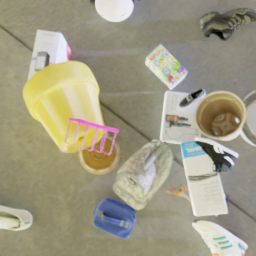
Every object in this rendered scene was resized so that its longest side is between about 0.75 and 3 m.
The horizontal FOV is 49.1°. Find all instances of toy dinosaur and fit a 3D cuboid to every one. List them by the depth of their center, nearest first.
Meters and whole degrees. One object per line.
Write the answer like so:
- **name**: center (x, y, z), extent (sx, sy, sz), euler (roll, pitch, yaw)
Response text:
- **toy dinosaur**: center (2.101, 2.604, 11.122), extent (1.266, 0.382, 0.672), euler (21, 115, 3)

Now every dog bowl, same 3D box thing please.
- **dog bowl**: center (5.615, -0.324, 11.406), extent (2.522, 0.739, 2.522), euler (0, 81, -1)

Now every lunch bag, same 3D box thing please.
- **lunch bag**: center (0.610, 1.578, 10.111), extent (1.496, 1.801, 2.148), euler (38, 54, 13)
- **lunch bag**: center (-0.546, 3.378, 10.642), extent (1.652, 1.093, 1.122), euler (20, 81, 2)

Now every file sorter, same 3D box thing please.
- **file sorter**: center (-1.178, 0.267, 8.713), extent (1.346, 0.935, 0.844), euler (16, 87, -29)

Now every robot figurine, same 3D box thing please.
- **robot figurine**: center (-0.486, -5.872, 11.841), extent (1.673, 2.014, 2.681), euler (12, 79, -31)

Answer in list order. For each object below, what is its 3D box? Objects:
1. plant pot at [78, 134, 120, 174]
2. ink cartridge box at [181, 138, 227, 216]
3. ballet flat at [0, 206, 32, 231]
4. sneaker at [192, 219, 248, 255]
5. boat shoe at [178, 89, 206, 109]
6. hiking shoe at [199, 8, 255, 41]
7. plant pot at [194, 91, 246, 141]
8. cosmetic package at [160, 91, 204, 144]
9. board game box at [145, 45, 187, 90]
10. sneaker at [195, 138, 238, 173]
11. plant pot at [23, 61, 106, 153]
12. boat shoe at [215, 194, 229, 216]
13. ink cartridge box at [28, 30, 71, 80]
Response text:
- **plant pot**: center (-1.183, 1.030, 11.453), extent (1.727, 0.237, 1.727), euler (0, 81, 1)
- **ink cartridge box**: center (2.674, 1.846, 10.152), extent (1.068, 1.849, 2.533), euler (-10, 72, 8)
- **ballet flat**: center (-5.141, 3.438, 10.716), extent (2.806, 0.974, 0.974), euler (6, 81, 1)
- **sneaker**: center (3.303, 4.298, 10.337), extent (2.379, 0.837, 1.112), euler (33, 66, -10)
- **boat shoe**: center (2.456, -1.156, 10.961), extent (1.182, 0.401, 0.424), euler (-29, 69, 22)
- **hiking shoe**: center (4.351, -4.352, 12.055), extent (2.454, 0.929, 1.236), euler (-5, 90, 8)
- **plant pot**: center (3.553, -0.258, 10.543), extent (1.774, 1.624, 1.774), euler (-8, 71, 26)
- **cosmetic package**: center (2.213, -0.383, 11.518), extent (1.570, 0.538, 2.082), euler (7, 81, 0)
- **board game box**: center (1.572, -2.510, 11.698), extent (0.822, 0.837, 1.597), euler (-42, 83, -6)
- **sneaker**: center (2.665, 0.922, 8.726), extent (1.495, 0.546, 0.836), euler (24, 81, -8)
- **plant pot**: center (-2.118, -0.594, 10.244), extent (2.695, 2.695, 2.535), euler (-26, 70, -4)
- **boat shoe**: center (3.644, 2.998, 10.833), extent (0.345, 0.389, 1.040), euler (8, 108, -9)
- **ink cartridge box**: center (-3.123, -2.407, 11.216), extent (1.006, 1.734, 2.350), euler (7, 84, 2)
